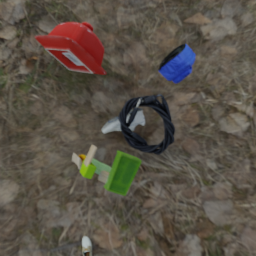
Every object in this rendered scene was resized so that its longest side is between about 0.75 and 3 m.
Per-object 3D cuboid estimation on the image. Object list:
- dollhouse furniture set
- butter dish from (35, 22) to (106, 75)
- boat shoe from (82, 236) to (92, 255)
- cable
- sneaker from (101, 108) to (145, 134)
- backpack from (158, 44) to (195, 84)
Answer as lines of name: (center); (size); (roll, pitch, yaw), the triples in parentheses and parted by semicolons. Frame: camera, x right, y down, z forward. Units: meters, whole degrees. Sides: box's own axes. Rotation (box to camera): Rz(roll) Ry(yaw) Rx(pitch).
dollhouse furniture set: (-0.754, 1.089, 9.079); (1.474, 2.948, 1.138); (24, 88, -24)
butter dish: (-1.812, -3.115, 10.255); (2.199, 2.205, 1.630); (17, 76, 38)
boat shoe: (-1.452, 4.324, 9.935); (0.341, 0.312, 0.913); (-13, 77, -3)
cable: (0.681, -0.002, 9.999); (1.859, 0.579, 2.278); (-15, 108, 0)
sneaker: (-0.160, -0.117, 10.626); (1.749, 0.652, 0.762); (-22, 107, 5)
backpack: (1.778, -2.238, 9.684); (0.995, 0.964, 1.186); (38, 122, -17)
